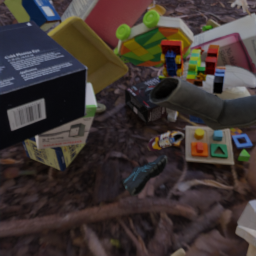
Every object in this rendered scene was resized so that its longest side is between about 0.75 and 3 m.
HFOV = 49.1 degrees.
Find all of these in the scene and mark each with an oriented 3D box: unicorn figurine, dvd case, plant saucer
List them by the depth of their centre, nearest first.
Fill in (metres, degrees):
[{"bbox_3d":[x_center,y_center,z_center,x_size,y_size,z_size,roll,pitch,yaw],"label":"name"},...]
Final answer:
[{"bbox_3d":[-1.626,-1.555,7.268,2.553,2.553,0.619,-31,62,15],"label":"plant saucer"},{"bbox_3d":[3.413,-3.815,8.248,0.454,1.229,0.844,13,6,-2],"label":"unicorn figurine"},{"bbox_3d":[-2.782,-3.418,9.461,0.135,1.685,1.253,-3,24,38],"label":"dvd case"}]

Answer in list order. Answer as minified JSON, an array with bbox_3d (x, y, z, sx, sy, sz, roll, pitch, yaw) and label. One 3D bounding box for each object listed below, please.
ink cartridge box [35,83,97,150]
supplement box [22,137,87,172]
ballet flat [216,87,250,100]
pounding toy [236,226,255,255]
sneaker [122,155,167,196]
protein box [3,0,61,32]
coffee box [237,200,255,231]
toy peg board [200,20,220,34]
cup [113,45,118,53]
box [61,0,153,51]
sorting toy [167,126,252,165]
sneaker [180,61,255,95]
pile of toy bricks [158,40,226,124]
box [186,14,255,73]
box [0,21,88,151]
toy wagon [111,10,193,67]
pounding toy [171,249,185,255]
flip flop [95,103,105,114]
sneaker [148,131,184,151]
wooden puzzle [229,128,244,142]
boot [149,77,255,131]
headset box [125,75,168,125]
[{"bbox_3d":[-1.621,-0.254,6.957,1.310,1.801,0.757,-6,61,-22],"label":"ink cartridge box"},{"bbox_3d":[-2.248,0.338,8.667,1.411,0.947,1.409,18,47,18],"label":"supplement box"},{"bbox_3d":[3.643,-1.697,10.789,1.013,1.013,2.916,-30,52,-28],"label":"ballet flat"},{"bbox_3d":[3.141,2.993,4.919,2.961,1.693,1.698,19,83,-15],"label":"pounding toy"},{"bbox_3d":[0.321,0.842,5.444,1.024,0.386,0.406,-40,51,-14],"label":"sneaker"},{"bbox_3d":[-2.543,-3.170,7.575,0.708,1.042,1.050,-30,17,17],"label":"protein box"},{"bbox_3d":[3.738,2.143,6.734,1.815,1.026,0.724,-9,44,-10],"label":"coffee box"},{"bbox_3d":[2.871,-2.907,9.749,0.593,1.208,1.213,-22,59,-42],"label":"toy peg board"},{"bbox_3d":[-0.431,-3.401,12.638,1.111,0.795,1.111,-7,40,5],"label":"cup"},{"bbox_3d":[-0.749,-4.046,9.434,1.556,2.855,1.826,24,29,-39],"label":"box"},{"bbox_3d":[2.549,0.458,8.897,2.768,0.377,1.558,4,47,7],"label":"sorting toy"},{"bbox_3d":[2.598,-1.349,8.210,2.237,0.974,0.833,9,1,16],"label":"sneaker"},{"bbox_3d":[1.333,-1.113,5.760,1.280,2.307,1.139,9,62,18],"label":"pile of toy bricks"},{"bbox_3d":[3.058,-2.323,8.728,2.099,1.342,1.144,-13,44,32],"label":"box"},{"bbox_3d":[-2.131,-0.782,4.847,2.147,1.118,1.955,-25,54,-32],"label":"box"},{"bbox_3d":[0.516,-2.293,7.983,2.544,1.974,0.503,-13,69,34],"label":"toy wagon"},{"bbox_3d":[1.263,3.296,5.120,2.750,1.577,1.572,-6,40,-6],"label":"pounding toy"},{"bbox_3d":[-1.596,-0.903,10.329,1.563,0.450,0.634,12,45,12],"label":"flip flop"},{"bbox_3d":[0.918,0.308,6.804,0.912,0.342,0.411,-25,8,-14],"label":"sneaker"},{"bbox_3d":[3.441,0.167,9.478,1.194,0.084,0.708,-21,48,-21],"label":"wooden puzzle"},{"bbox_3d":[1.487,-0.512,5.070,1.721,1.565,0.625,28,56,-29],"label":"boot"},{"bbox_3d":[1.087,-1.126,10.344,1.982,0.743,1.473,-24,49,-23],"label":"headset box"}]
